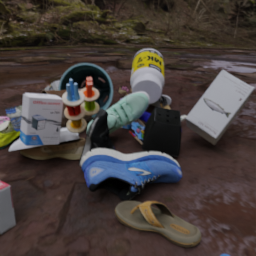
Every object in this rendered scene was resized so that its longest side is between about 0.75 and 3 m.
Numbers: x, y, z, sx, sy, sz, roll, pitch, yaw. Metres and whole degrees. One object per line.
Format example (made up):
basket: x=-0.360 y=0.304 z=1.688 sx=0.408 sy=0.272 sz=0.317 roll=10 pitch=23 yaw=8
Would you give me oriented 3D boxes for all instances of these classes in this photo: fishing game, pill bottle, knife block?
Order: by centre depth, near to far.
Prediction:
fishing game: x=0.601 y=0.199 z=10.557 sx=1.195 sy=0.259 sz=1.668 roll=46 pitch=22 yaw=0
knife block: x=1.710 y=-1.101 z=13.502 sx=0.294 sy=0.806 sz=0.918 roll=-25 pitch=-15 yaw=-5
pill bottle: x=0.968 y=-2.570 z=13.894 sx=1.654 sy=1.654 sz=2.894 roll=2 pitch=42 yaw=4

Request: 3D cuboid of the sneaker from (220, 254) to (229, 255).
sneaker: x=1.632 y=2.637 z=4.800 sx=0.512 sy=0.609 sz=1.552 roll=9 pitch=22 yaw=27

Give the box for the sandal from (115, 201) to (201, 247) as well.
sandal: x=0.663 y=2.025 z=6.383 sx=2.057 sy=0.555 sz=0.826 roll=13 pitch=25 yaw=30

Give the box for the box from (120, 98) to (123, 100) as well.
box: x=0.212 y=-1.251 z=14.055 sx=0.825 sy=0.453 sz=0.937 roll=-12 pitch=-12 yaw=35

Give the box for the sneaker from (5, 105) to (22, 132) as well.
sneaker: x=-3.943 y=-0.291 z=10.751 sx=0.965 sy=1.067 sz=2.505 roll=-13 pitch=4 yaw=0

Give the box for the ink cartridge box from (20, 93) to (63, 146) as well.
ink cartridge box: x=-2.554 y=-0.244 z=8.268 sx=1.039 sy=1.419 sz=0.609 roll=-1 pitch=17 yaw=-36

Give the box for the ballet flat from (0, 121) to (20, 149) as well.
ballet flat: x=-4.586 y=0.029 z=11.083 sx=0.812 sy=0.814 sz=2.430 roll=6 pitch=22 yaw=9

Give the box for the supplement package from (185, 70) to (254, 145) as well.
supplement package: x=3.299 y=-0.701 z=10.256 sx=1.311 sy=2.243 sz=1.315 roll=36 pitch=-3 yaw=19

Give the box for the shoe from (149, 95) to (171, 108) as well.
shoe: x=1.379 y=-1.607 z=15.358 sx=1.999 sy=0.714 sz=0.909 roll=2 pitch=26 yaw=14

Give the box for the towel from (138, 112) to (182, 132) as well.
towel: x=1.152 y=-0.213 z=11.730 sx=1.469 sy=0.493 sz=1.989 roll=14 pitch=11 yaw=-29

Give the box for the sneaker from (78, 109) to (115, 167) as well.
sneaker: x=-0.721 y=0.422 z=8.203 sx=0.966 sy=2.205 sz=0.835 roll=22 pitch=40 yaw=1

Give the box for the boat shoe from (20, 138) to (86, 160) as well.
boat shoe: x=-2.582 y=0.609 z=9.696 sx=2.330 sy=0.752 sz=0.830 roll=1 pitch=22 yaw=2

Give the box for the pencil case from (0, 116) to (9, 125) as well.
pencil case: x=-5.680 y=-0.165 z=11.724 sx=1.644 sy=0.719 sz=0.719 roll=-3 pitch=22 yaw=-4

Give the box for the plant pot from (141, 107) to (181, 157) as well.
plant pot: x=1.244 y=0.034 z=9.641 sx=1.296 sy=1.152 sz=1.299 roll=11 pitch=37 yaw=0

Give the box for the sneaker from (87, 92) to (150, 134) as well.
sneaker: x=-0.326 y=-0.360 z=10.489 sx=2.780 sy=1.023 sz=1.640 roll=-33 pitch=10 yaw=5

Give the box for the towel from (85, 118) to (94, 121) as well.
towel: x=-1.578 y=-0.538 z=13.372 sx=0.767 sy=0.200 sz=1.158 roll=4 pitch=20 yaw=8

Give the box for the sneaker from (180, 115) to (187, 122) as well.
sneaker: x=2.276 y=-0.307 z=12.306 sx=0.757 sy=0.266 sz=0.354 roll=-10 pitch=47 yaw=25

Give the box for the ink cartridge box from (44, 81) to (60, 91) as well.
ink cartridge box: x=-3.876 y=-2.177 z=15.381 sx=0.897 sy=0.540 sz=1.234 roll=-25 pitch=5 yaw=-42

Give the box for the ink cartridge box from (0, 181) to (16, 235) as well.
ink cartridge box: x=-3.383 y=1.688 z=6.473 sx=1.522 sy=1.105 sz=0.635 roll=13 pitch=23 yaw=30

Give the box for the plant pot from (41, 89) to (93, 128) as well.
plant pot: x=-2.468 y=-0.830 z=11.500 sx=1.734 sy=1.751 sz=1.751 roll=-14 pitch=26 yaw=-29

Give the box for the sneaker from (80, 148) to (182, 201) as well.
sneaker: x=0.171 y=1.387 z=7.584 sx=2.872 sy=1.128 sz=1.280 roll=4 pitch=50 yaw=-19

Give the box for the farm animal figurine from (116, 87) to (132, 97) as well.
farm animal figurine: x=0.196 y=-2.086 z=16.745 sx=1.353 sy=0.705 sz=1.338 roll=10 pitch=10 yaw=42

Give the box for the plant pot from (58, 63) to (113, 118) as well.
plant pot: x=-1.806 y=-1.728 z=13.307 sx=2.407 sy=2.407 sz=2.357 roll=1 pitch=7 yaw=2

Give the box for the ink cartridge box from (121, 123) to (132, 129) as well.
ink cartridge box: x=-0.163 y=-0.544 z=12.159 sx=0.627 sy=1.080 sz=0.367 roll=11 pitch=24 yaw=27

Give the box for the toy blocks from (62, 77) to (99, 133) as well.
toy blocks: x=-1.366 y=-0.906 z=8.272 sx=0.644 sy=1.774 sz=1.479 roll=22 pitch=52 yaw=12

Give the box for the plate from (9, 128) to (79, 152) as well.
plate: x=-2.878 y=0.327 z=9.891 sx=2.225 sy=0.360 sz=2.230 roll=-11 pitch=6 yaw=-10
